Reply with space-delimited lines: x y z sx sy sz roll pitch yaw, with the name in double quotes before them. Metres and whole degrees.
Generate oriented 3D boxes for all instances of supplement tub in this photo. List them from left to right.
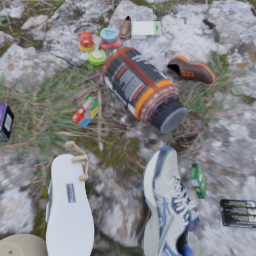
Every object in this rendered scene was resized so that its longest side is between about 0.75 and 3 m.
"supplement tub" 0.510 -1.148 8.679 1.516 1.516 2.834 -30 62 -18

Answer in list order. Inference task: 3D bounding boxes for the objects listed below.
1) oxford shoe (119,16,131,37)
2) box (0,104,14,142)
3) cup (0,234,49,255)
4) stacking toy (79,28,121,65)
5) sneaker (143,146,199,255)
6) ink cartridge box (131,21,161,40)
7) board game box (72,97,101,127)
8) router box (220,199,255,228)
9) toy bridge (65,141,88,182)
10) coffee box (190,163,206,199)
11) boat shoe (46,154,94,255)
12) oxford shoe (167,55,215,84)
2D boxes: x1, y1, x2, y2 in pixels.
"oxford shoe" -0.131 -4.075 11.243 0.390 0.399 1.095 10 57 6
"box" -4.312 -0.148 8.508 1.334 0.696 0.987 -2 58 -2
"cup" -2.527 3.053 6.174 1.569 1.122 1.569 0 57 -1
"stacking toy" -0.996 -3.154 10.484 1.584 0.669 1.434 -18 58 -11
"sneaker" 1.067 1.741 6.213 1.146 2.689 1.036 3 7 40
"ink cartridge box" 0.715 -3.910 11.209 1.151 0.276 0.838 1 57 1
"board game box" -1.242 -0.479 8.542 0.168 0.638 0.834 40 90 26
"router box" 2.881 2.211 7.250 0.887 0.226 0.661 3 57 2
"toy bridge" -1.276 0.818 7.319 0.407 0.165 1.210 -7 54 -32
"coffee box" 1.767 1.346 7.031 0.183 0.832 0.512 -9 41 27
"boat shoe" -1.531 2.101 6.858 1.051 0.993 2.929 2 49 -22
"oxford shoe" 2.134 -1.894 9.661 0.651 0.639 1.795 -36 51 -25
